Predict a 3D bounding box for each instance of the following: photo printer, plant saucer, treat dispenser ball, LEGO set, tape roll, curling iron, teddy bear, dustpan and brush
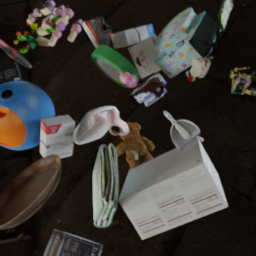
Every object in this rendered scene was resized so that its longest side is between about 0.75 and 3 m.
[{"bbox_3d":[-1.087,-0.134,9.611,1.291,1.551,0.539,-17,66,-48],"label":"photo printer"},{"bbox_3d":[-2.736,1.761,7.667,2.513,2.513,0.403,-49,114,-22],"label":"plant saucer"},{"bbox_3d":[-3.642,-0.414,9.396,2.301,2.301,2.301,0,62,0],"label":"treat dispenser ball"},{"bbox_3d":[5.503,-2.206,12.589,1.830,1.060,1.407,18,64,9],"label":"LEGO set"},{"bbox_3d":[-0.452,-2.108,9.772,1.807,1.807,0.434,33,81,16],"label":"tape roll"},{"bbox_3d":[-4.122,-2.762,9.905,0.370,2.892,0.717,-29,76,3],"label":"curling iron"},{"bbox_3d":[0.274,0.885,11.260,1.629,0.750,2.247,-38,76,-10],"label":"teddy bear"},{"bbox_3d":[1.328,-0.026,7.514,0.791,0.324,1.134,-43,93,2],"label":"dustpan and brush"}]

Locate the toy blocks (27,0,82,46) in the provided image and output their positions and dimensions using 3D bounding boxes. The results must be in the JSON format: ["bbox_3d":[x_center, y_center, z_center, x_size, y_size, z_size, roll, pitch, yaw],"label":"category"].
[{"bbox_3d":[-2.927,-4.552,11.411,1.679,1.796,1.512,4,63,38],"label":"toy blocks"}]

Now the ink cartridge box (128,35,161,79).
[{"bbox_3d":[0.792,-2.840,11.211,1.204,1.366,0.305,-24,20,7],"label":"ink cartridge box"}]

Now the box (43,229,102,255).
[{"bbox_3d":[-2.037,4.745,9.234,1.777,0.542,2.243,15,63,8],"label":"box"}]

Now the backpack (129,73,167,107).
[{"bbox_3d":[0.978,-1.682,12.119,1.149,1.421,1.492,44,70,2],"label":"backpack"}]

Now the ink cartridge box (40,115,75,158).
[{"bbox_3d":[-2.232,0.320,8.798,0.921,1.276,0.534,-11,35,-35],"label":"ink cartridge box"}]

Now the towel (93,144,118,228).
[{"bbox_3d":[-0.657,1.646,7.783,0.498,2.067,1.770,4,56,-13],"label":"towel"}]

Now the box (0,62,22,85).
[{"bbox_3d":[-5.691,-2.413,13.017,1.273,0.502,0.899,-18,67,-9],"label":"box"}]

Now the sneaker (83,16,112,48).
[{"bbox_3d":[-0.911,-3.352,10.535,0.902,2.204,0.849,-31,74,3],"label":"sneaker"}]

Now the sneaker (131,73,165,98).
[{"bbox_3d":[0.783,-1.332,10.259,0.802,1.389,0.525,55,38,-1],"label":"sneaker"}]

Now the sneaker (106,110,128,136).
[{"bbox_3d":[-0.320,0.055,9.071,0.510,1.355,0.708,-20,54,9],"label":"sneaker"}]

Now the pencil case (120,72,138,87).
[{"bbox_3d":[0.013,-1.321,7.639,0.345,0.345,0.789,-18,21,-9],"label":"pencil case"}]

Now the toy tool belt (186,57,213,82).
[{"bbox_3d":[2.323,-1.876,8.951,0.599,0.975,0.609,-24,69,-19],"label":"toy tool belt"}]

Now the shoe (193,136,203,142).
[{"bbox_3d":[2.132,0.438,10.065,1.133,0.405,0.515,20,85,-14],"label":"shoe"}]

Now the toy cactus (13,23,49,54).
[{"bbox_3d":[-4.719,-4.488,13.980,1.581,0.980,1.917,12,54,-5],"label":"toy cactus"}]

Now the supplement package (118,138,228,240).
[{"bbox_3d":[1.206,1.606,7.764,2.399,1.869,1.330,-27,101,16],"label":"supplement package"}]

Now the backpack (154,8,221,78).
[{"bbox_3d":[1.904,-2.939,9.998,1.710,2.230,1.960,35,53,-12],"label":"backpack"}]

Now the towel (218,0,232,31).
[{"bbox_3d":[3.818,-4.554,10.922,0.189,0.918,1.230,12,73,33],"label":"towel"}]

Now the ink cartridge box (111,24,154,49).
[{"bbox_3d":[0.193,-3.763,11.535,1.443,0.604,1.047,-25,21,-29],"label":"ink cartridge box"}]
